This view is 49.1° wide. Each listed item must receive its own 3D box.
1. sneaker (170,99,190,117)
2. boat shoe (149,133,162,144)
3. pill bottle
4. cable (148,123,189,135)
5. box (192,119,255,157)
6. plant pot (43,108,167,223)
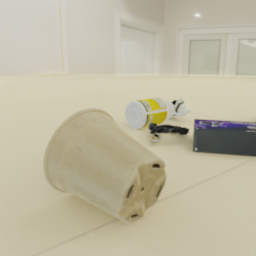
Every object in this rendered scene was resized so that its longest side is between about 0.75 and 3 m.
[{"bbox_3d":[2.371,-1.056,14.663,0.788,0.855,2.138,-34,12,-25],"label":"sneaker"},{"bbox_3d":[1.100,0.360,10.699,0.316,0.289,0.844,33,25,16],"label":"boat shoe"},{"bbox_3d":[1.090,-0.753,13.415,2.326,1.308,1.308,-12,19,-41],"label":"pill bottle"},{"bbox_3d":[1.689,0.117,11.513,1.628,0.507,1.995,8,0,-5],"label":"cable"},{"bbox_3d":[3.570,0.314,10.250,2.326,0.917,1.642,3,18,12],"label":"box"},{"bbox_3d":[-0.364,0.923,6.133,2.007,2.192,2.192,27,28,37],"label":"plant pot"}]
